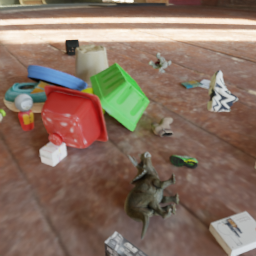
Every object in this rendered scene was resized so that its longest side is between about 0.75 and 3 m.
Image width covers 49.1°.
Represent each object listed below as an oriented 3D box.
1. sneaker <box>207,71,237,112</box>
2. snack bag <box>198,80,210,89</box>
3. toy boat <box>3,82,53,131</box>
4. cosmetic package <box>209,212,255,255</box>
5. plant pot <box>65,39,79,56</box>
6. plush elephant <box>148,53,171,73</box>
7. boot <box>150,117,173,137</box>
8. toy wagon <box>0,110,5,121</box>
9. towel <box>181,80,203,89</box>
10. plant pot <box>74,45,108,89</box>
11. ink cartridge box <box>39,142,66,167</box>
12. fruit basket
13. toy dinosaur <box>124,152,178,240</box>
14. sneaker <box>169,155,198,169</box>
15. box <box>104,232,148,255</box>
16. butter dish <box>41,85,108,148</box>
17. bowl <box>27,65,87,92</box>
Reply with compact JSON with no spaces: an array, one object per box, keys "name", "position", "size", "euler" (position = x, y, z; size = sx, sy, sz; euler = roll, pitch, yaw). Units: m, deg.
[{"name":"sneaker","position":[3.460,-1.255,10.064],"size":[0.982,0.602,1.509],"euler":[11,73,-8]},{"name":"snack bag","position":[4.022,-2.188,14.125],"size":[0.880,0.100,0.934],"euler":[20,38,30]},{"name":"toy boat","position":[-3.812,-1.142,11.113],"size":[2.447,1.353,2.911],"euler":[-2,30,-6]},{"name":"cosmetic package","position":[2.476,2.360,6.280],"size":[1.017,0.263,0.767],"euler":[-11,35,-19]},{"name":"plant pot","position":[-3.713,-5.293,18.691],"size":[0.935,0.937,0.831],"euler":[-5,42,-9]},{"name":"plush elephant","position":[1.253,-2.433,10.607],"size":[0.618,0.750,0.581],"euler":[-42,13,-17]},{"name":"boot","position":[1.373,0.007,10.216],"size":[1.096,0.385,0.802],"euler":[-17,41,-24]},{"name":"toy wagon","position":[-5.640,-0.448,10.801],"size":[1.692,0.335,1.312],"euler":[26,45,33]},{"name":"towel","position":[3.202,-2.181,14.043],"size":[0.912,0.099,0.669],"euler":[-12,32,-10]},{"name":"plant pot","position":[-1.782,-2.933,13.603],"size":[2.094,1.917,2.094],"euler":[0,31,0]},{"name":"ink cartridge box","position":[-2.355,0.800,8.698],"size":[0.487,0.475,0.758],"euler":[14,33,22]},{"name":"fruit basket","position":[-0.899,-0.944,10.805],"size":[2.918,2.105,2.918],"euler":[-34,34,27]},{"name":"toy dinosaur","position":[0.469,1.762,6.870],"size":[1.345,1.013,2.631],"euler":[-4,35,20]},{"name":"sneaker","position":[1.682,1.009,8.562],"size":[0.866,0.338,0.369],"euler":[14,25,6]},{"name":"box","position":[0.166,2.649,4.991],"size":[1.353,1.067,0.337],"euler":[23,38,35]},{"name":"butter dish","position":[-1.930,-0.077,8.906],"size":[2.104,2.098,1.555],"euler":[14,47,21]},{"name":"bowl","position":[-3.090,-2.027,12.165],"size":[2.592,0.509,2.592],"euler":[15,-2,1]}]
